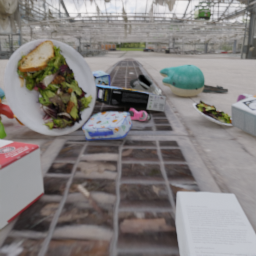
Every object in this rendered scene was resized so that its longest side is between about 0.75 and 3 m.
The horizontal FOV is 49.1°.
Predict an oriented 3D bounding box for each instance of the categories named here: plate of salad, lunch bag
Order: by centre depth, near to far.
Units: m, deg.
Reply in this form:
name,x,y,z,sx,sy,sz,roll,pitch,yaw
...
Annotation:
name,x,y,z,sx,sy,sz,roll,pitch,yaw
lunch bag,-0.623,-0.029,8.154,1.363,0.515,1.092,-5,28,20
plate of salad,-2.098,-1.200,8.188,2.850,2.850,0.685,-14,6,-38
plate of salad,3.023,-0.547,9.774,1.592,0.382,1.592,18,25,-9
lunch bag,-2.045,-2.274,14.656,2.041,1.300,1.735,-14,20,-12

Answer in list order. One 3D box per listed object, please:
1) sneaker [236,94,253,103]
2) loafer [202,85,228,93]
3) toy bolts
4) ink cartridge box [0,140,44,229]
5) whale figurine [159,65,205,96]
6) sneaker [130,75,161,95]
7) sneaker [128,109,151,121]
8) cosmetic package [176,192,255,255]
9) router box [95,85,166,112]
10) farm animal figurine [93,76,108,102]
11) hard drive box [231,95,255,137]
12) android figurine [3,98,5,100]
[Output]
name,x,y,z,sx,sy,sz,roll,pitch,yaw
sneaker,5.164,-0.839,10.727,0.948,0.863,2.145,3,15,-17
loafer,4.801,-2.193,15.498,1.443,0.454,0.518,3,6,11
toy bolts,-3.933,-0.964,8.643,2.484,1.803,2.600,-24,25,-25
ink cartridge box,-3.022,0.891,4.678,2.515,1.042,1.846,6,18,19
whale figurine,2.798,-2.786,14.790,2.262,1.475,2.843,-12,36,-21
sneaker,0.676,-2.313,14.026,2.154,1.244,0.808,31,78,42
sneaker,0.426,-0.436,10.197,0.500,0.414,1.048,8,8,-41
cosmetic package,1.095,1.489,3.501,0.863,0.606,1.701,2,17,5
router box,-0.094,-1.230,11.288,2.619,0.669,1.954,3,11,-35
farm animal figurine,-2.055,-1.729,12.490,2.533,1.321,2.506,16,2,-15
hard drive box,4.357,-0.309,8.234,1.576,0.777,2.023,-21,28,-17
android figurine,-6.677,-1.415,13.317,1.596,0.328,1.452,4,17,14
